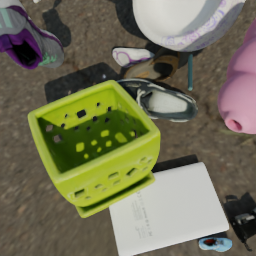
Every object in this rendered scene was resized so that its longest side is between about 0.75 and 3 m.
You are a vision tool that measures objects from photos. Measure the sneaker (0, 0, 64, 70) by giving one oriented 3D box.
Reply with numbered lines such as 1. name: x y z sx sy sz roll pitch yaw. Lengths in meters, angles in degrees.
1. sneaker: -1.722 -1.309 4.980 0.824 2.213 0.969 -23 78 9

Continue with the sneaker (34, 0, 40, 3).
1. sneaker: -2.083 -3.281 6.546 0.334 0.755 0.284 39 45 -16

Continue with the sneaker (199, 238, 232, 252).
1. sneaker: 2.099 2.758 6.640 0.776 0.349 0.304 -2 61 -1

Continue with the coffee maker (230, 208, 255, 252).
1. coffee maker: 3.042 2.408 6.789 0.831 0.560 0.798 -19 82 -9

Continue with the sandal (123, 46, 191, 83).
1. sandal: 1.036 -1.941 8.836 2.521 1.030 0.688 -29 38 -13

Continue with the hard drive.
1. hard drive: 0.906 1.997 7.066 2.686 0.341 1.772 -12 61 -6

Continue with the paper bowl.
1. paper bowl: 1.550 -3.291 7.045 2.677 2.677 1.392 49 28 23

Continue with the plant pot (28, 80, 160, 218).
1. plant pot: -0.718 0.577 6.666 2.316 2.112 2.328 -25 48 -14

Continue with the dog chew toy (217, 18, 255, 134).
1. dog chew toy: 2.484 -0.963 4.731 1.648 1.648 2.646 36 70 18

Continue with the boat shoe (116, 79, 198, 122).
1. boat shoe: 0.671 -0.823 8.178 2.751 0.830 1.040 9 103 7

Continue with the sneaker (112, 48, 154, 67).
1. sneaker: 0.244 -2.398 9.538 1.564 0.586 0.779 17 39 12

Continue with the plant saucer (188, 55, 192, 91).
1. plant saucer: 1.697 -1.508 7.651 0.089 0.328 0.937 -1 89 4
